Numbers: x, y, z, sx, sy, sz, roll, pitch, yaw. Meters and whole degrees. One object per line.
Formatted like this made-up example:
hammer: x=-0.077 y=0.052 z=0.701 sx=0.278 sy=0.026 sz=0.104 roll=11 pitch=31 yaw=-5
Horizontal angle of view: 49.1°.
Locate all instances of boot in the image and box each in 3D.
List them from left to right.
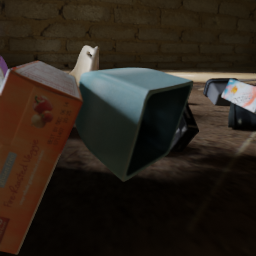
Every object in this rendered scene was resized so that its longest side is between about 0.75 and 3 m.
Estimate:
boot: x=3.779 y=-0.372 z=8.356 sx=1.430 sy=0.650 sz=1.701 roll=3 pitch=19 yaw=22

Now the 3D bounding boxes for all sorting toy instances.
sorting toy: x=-1.629 y=-1.922 z=10.578 sx=1.399 sy=2.358 sz=2.620 roll=9 pitch=13 yaw=-26

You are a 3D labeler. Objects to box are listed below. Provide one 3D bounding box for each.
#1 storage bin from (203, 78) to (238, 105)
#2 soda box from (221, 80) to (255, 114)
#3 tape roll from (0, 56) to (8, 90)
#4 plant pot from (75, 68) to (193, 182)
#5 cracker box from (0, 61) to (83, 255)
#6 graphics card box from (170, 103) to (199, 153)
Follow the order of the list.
storage bin: x=4.229 y=-1.476 z=12.357 sx=1.503 sy=1.094 sz=1.009 roll=-2 pitch=42 yaw=-8
soda box: x=3.282 y=-0.792 z=7.526 sx=0.648 sy=0.603 sz=1.896 roll=22 pitch=13 yaw=-13
tape roll: x=-5.133 y=-1.624 z=9.757 sx=0.765 sy=2.333 sz=2.333 roll=0 pitch=14 yaw=13
plant pot: x=-0.071 y=-0.303 z=4.796 sx=1.529 sy=1.502 sz=1.497 roll=29 pitch=29 yaw=27
cracker box: x=-1.357 y=0.074 z=3.898 sx=0.773 sy=1.795 sz=2.680 roll=23 pitch=10 yaw=-16
graphics card box: x=0.995 y=-0.166 z=5.776 sx=0.296 sy=0.729 sz=1.163 roll=9 pitch=45 yaw=-22
